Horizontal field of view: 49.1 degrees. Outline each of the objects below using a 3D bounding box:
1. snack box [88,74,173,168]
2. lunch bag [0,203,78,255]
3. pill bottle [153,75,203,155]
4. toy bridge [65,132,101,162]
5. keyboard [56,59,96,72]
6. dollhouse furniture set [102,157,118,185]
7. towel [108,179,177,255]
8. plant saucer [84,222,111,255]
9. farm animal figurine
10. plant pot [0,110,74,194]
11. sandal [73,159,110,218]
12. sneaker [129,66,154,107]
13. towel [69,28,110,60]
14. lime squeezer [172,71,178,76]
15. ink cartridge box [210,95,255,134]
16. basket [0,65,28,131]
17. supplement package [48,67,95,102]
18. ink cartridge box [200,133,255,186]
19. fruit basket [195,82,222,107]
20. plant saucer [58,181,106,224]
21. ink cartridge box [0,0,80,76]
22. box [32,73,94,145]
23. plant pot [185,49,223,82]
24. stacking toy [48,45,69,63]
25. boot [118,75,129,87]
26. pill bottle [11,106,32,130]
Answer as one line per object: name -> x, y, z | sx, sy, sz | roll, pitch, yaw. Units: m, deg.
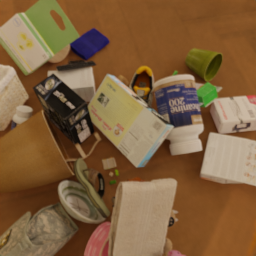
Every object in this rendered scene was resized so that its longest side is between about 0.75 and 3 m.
snack box -> -0.106, -0.282, 9.301 | 2.905, 0.539, 1.688 | 44, 110, 26
lunch bag -> -2.530, 2.941, 7.063 | 1.675, 2.043, 1.201 | -44, 78, 9
pill bottle -> 1.703, -0.394, 9.253 | 1.367, 1.367, 2.463 | -9, 85, -5
toy bridge -> -1.622, 0.789, 9.535 | 1.625, 0.221, 0.546 | -33, 107, -13
keyboard -> -1.991, -2.415, 10.481 | 1.458, 0.289, 0.759 | -13, 27, -20
dollhouse furniture set -> -0.562, 1.396, 9.060 | 0.418, 0.323, 0.835 | -13, 75, -10
towel -> 0.323, 2.242, 6.653 | 1.492, 2.251, 0.388 | 1, 18, -28
plant saucer -> -0.626, 3.289, 7.531 | 0.361, 1.422, 1.422 | 10, 59, 29
farm animal figurine -> 0.681, 2.860, 7.388 | 1.429, 2.295, 2.842 | 4, 52, -27
plant pot -> -3.201, 0.961, 8.524 | 2.404, 2.241, 2.241 | -25, 63, -9
sandal -> -0.976, 1.722, 8.439 | 0.655, 0.911, 2.296 | -37, 44, -5
sneaker -> 0.326, -0.879, 9.968 | 1.118, 1.180, 2.871 | 5, 73, 3
towel -> -1.674, -3.610, 12.159 | 1.109, 0.372, 1.502 | 41, 68, 13
lime squeezer -> 1.405, -0.771, 10.100 | 0.465, 0.871, 2.467 | -1, 89, -30
ink cartridge box -> 3.917, -0.488, 10.076 | 1.606, 0.677, 1.163 | -6, 51, -3
basket -> -4.882, -1.145, 9.884 | 1.872, 1.505, 1.855 | 15, 60, 22
supplement package -> -2.112, -1.571, 10.604 | 1.650, 0.964, 0.968 | -6, 62, -5
ink cartridge box -> 3.508, 1.080, 9.166 | 1.989, 0.499, 1.613 | 12, 62, 17
fruit basket -> 2.507, -1.205, 10.225 | 1.266, 0.641, 1.367 | -36, 26, -21
plant saucer -> -1.422, 2.259, 8.235 | 1.685, 1.685, 0.423 | 42, 101, 21
ink cartridge box -> -3.414, -3.443, 10.448 | 2.612, 1.901, 0.626 | -28, 18, 23
box -> -2.090, -0.535, 9.401 | 1.651, 2.017, 0.868 | 40, 69, 21
plant pot -> 2.954, -2.629, 11.218 | 1.179, 1.179, 1.135 | -41, 56, -20
stacking toy -> -3.843, -3.947, 11.985 | 2.927, 1.249, 1.249 | 38, 67, 27
boot -> -0.490, -1.589, 10.751 | 0.359, 0.949, 1.084 | 1, 56, 40
pill bottle -> -3.559, -0.084, 9.437 | 0.683, 1.231, 0.683 | 14, 24, -6
